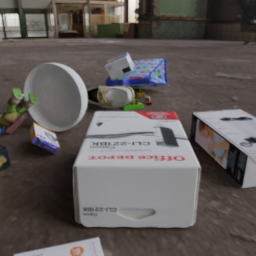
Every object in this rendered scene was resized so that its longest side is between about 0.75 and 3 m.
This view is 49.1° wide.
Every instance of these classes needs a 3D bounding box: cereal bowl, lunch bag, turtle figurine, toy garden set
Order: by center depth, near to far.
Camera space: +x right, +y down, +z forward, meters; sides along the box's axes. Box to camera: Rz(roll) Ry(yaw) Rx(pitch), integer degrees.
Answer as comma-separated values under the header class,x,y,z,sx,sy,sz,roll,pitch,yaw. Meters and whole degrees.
class,x,y,z,sx,sy,sz,roll,pitch,yaw
turtle figurine,-3.703,-0.728,8.961,1.566,1.162,1.615,-38,25,27
cereal bowl,-2.223,-1.007,9.033,2.150,2.150,0.895,7,16,18
toy garden set,0.190,-1.313,12.095,1.661,0.398,1.992,-9,24,-22
lunch bag,0.392,-2.353,12.891,2.121,1.325,2.818,1,17,25

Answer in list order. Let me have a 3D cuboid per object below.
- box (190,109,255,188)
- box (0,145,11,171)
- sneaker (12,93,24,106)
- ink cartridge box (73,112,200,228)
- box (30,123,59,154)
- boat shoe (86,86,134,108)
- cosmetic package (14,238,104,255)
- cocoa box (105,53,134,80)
class,x,y,z,sx,sy,sz,roll,pitch,yaw
box,2.943,0.367,7.316,1.638,0.844,2.808,-5,23,-12
box,-4.421,0.792,6.645,2.236,0.560,2.253,18,29,34
sneaker,-3.996,-1.316,11.761,1.455,0.553,1.051,14,35,8
ink cartridge box,0.155,0.660,6.050,2.143,1.244,2.970,0,22,1
box,-2.323,0.306,7.767,0.721,0.251,1.211,31,8,-28
boat shoe,-0.859,-1.196,10.904,2.360,0.882,0.807,2,7,40
cosmetic package,-0.796,2.168,3.435,1.231,0.422,1.633,-4,22,-17
cocoa box,-0.362,-2.651,12.011,1.041,0.694,0.683,-18,29,18
